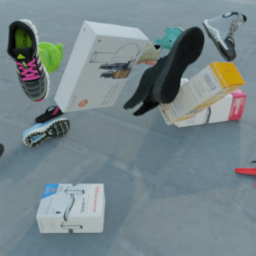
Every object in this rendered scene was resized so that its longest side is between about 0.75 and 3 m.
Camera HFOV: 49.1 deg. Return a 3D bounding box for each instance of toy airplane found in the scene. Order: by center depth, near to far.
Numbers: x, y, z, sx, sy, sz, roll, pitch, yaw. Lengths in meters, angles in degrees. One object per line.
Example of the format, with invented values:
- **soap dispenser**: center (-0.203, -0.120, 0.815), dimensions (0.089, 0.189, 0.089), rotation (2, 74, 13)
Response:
- **toy airplane**: center (4.193, 1.512, 8.729), dimensions (1.644, 0.302, 1.644), rotation (-1, 33, 1)

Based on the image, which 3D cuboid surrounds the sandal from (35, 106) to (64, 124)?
- **sandal**: center (-3.274, -0.671, 11.955), dimensions (0.596, 0.358, 1.587), rotation (22, 40, 30)

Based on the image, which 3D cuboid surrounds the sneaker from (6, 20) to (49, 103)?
- **sneaker**: center (-2.898, -1.901, 7.951), dimensions (0.892, 2.420, 1.058), rotation (-7, 10, 0)

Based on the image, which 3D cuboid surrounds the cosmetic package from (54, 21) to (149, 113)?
- **cosmetic package**: center (-0.793, -1.645, 8.018), dimensions (1.955, 2.593, 0.670), rotation (-11, 54, -43)

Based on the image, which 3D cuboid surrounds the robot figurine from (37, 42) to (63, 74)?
- **robot figurine**: center (-3.509, -2.845, 11.466), dimensions (1.846, 1.217, 2.104), rotation (-21, 21, -26)

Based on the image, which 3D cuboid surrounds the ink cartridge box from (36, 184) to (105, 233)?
- **ink cartridge box**: center (-1.459, 2.117, 7.474), dimensions (1.610, 0.679, 1.175), rotation (-1, 34, -1)

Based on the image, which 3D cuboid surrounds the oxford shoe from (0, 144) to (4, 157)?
- **oxford shoe**: center (-5.111, 1.012, 9.146), dimensions (0.736, 0.736, 2.065), rotation (20, 39, 39)

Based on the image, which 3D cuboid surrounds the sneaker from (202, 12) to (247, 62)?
- **sneaker**: center (3.242, -3.054, 8.825), dimensions (1.218, 0.791, 2.109), rotation (-27, 48, 15)

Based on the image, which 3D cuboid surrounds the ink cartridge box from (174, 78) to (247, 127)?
- **ink cartridge box**: center (3.109, -1.207, 11.981), dimensions (2.885, 1.216, 2.088), rotation (-7, 34, -11)

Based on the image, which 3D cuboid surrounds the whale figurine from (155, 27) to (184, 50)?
- **whale figurine**: center (1.912, -4.032, 13.093), dimensions (1.636, 1.302, 0.849), rotation (-4, 20, 39)

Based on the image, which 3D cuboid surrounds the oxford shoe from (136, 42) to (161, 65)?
- **oxford shoe**: center (0.481, -3.244, 11.721), dimensions (0.920, 0.959, 2.599), rotation (42, 31, 21)

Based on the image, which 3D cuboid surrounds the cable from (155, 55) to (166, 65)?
- **cable**: center (2.438, -3.928, 16.683), dimensions (2.174, 0.552, 1.774), rotation (-21, 39, -27)

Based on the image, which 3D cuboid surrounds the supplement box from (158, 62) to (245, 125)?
- **supplement box**: center (2.062, -0.960, 8.097), dimensions (1.338, 2.124, 0.781), rotation (-14, 74, -47)

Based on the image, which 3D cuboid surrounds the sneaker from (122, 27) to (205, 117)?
- **sneaker**: center (0.984, -1.580, 8.012), dimensions (0.846, 2.817, 1.469), rotation (31, -7, -29)

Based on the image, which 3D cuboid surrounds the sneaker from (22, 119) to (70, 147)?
- **sneaker**: center (-3.125, 0.007, 10.628), dimensions (1.887, 0.739, 0.849), rotation (-21, 36, -29)
